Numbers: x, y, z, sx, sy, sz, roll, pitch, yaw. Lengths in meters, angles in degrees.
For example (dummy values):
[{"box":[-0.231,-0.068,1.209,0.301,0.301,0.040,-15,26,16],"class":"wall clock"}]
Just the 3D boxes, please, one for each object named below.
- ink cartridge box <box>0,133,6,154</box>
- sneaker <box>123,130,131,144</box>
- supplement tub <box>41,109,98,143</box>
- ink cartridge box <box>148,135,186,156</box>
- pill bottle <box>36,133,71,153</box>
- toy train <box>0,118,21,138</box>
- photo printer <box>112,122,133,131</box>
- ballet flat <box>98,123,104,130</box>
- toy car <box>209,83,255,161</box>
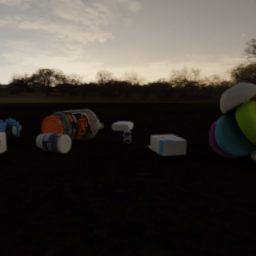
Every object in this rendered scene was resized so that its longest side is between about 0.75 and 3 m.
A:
[{"box":[-5.011,0.616,9.270,1.279,0.723,1.746,0,8,-2],"class":"ink cartridge box"},{"box":[-0.035,0.497,11.837,0.337,0.521,0.960,-2,-23,0],"class":"sneaker"},{"box":[-2.430,-0.058,11.851,1.363,1.363,2.225,5,11,34],"class":"supplement tub"},{"box":[1.374,0.582,10.240,0.902,0.532,1.567,-2,8,-14],"class":"ink cartridge box"},{"box":[-2.717,0.529,10.102,1.202,0.667,0.667,5,9,28],"class":"pill bottle"},{"box":[-6.018,0.091,12.795,2.078,0.901,1.187,0,17,-14],"class":"toy train"},{"box":[-0.272,-0.105,15.637,0.977,0.408,1.175,2,9,17],"class":"photo printer"},{"box":[-1.628,-0.104,16.013,0.337,0.309,0.981,1,8,9],"class":"ballet flat"},{"box":[3.716,0.049,9.100,2.199,2.566,2.932,-35,-9,27],"class":"toy car"}]
